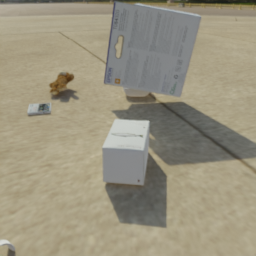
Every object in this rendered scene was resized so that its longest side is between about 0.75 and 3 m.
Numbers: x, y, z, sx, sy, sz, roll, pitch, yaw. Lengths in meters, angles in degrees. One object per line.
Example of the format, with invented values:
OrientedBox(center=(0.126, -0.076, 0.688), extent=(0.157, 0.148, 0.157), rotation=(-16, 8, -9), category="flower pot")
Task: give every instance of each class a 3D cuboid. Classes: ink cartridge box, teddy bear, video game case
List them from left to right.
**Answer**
OrientedBox(center=(-3.064, -0.666, 9.710), extent=(0.748, 0.096, 0.823), rotation=(-6, 26, -12), category="video game case")
OrientedBox(center=(-2.688, -1.857, 11.216), extent=(1.076, 0.495, 1.484), rotation=(-14, 36, 37), category="teddy bear")
OrientedBox(center=(0.754, -2.677, 9.747), extent=(2.882, 2.830, 0.624), rotation=(11, 27, -1), category="ink cartridge box")

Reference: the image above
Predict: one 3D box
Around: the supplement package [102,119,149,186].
OrientedBox(center=(-0.003, 0.501, 6.437), extent=(0.890, 0.893, 1.523), rotation=(4, 25, 7), category="supplement package")

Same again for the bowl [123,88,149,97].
OrientedBox(center=(0.333, -1.568, 11.122), extent=(1.117, 0.417, 1.115), rotation=(0, 28, -2), category="bowl")

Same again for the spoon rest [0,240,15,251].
OrientedBox(center=(-2.162, 1.993, 4.190), extent=(0.451, 0.275, 0.908), rotation=(12, 27, 34), category="spoon rest")
